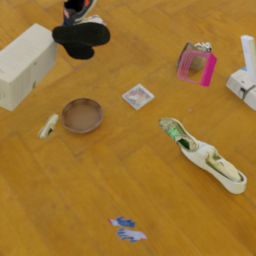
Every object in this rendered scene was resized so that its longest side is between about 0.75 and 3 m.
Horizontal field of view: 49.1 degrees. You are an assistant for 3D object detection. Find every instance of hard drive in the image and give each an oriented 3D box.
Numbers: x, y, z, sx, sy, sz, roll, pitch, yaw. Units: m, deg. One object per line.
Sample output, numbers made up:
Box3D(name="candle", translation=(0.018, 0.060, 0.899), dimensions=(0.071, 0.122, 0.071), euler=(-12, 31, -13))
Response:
Box3D(name="hard drive", translation=(4.069, -2.239, 9.271), dimensions=(0.198, 1.510, 0.996), euler=(-15, 20, 14))

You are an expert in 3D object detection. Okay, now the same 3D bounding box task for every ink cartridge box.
Box3D(name="ink cartridge box", translation=(5.569, -1.832, 12.525), dimensions=(1.302, 0.758, 1.800), euler=(-31, 64, -18))

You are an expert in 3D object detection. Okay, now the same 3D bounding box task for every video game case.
Box3D(name="video game case", translation=(0.457, -1.404, 12.638), dimensions=(1.081, 0.124, 0.985), euler=(-37, 65, -20))

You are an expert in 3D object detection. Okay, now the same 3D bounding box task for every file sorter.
Box3D(name="file sorter", translation=(2.384, -2.051, 9.688), dimensions=(0.952, 1.517, 1.055), euler=(19, 103, 21))

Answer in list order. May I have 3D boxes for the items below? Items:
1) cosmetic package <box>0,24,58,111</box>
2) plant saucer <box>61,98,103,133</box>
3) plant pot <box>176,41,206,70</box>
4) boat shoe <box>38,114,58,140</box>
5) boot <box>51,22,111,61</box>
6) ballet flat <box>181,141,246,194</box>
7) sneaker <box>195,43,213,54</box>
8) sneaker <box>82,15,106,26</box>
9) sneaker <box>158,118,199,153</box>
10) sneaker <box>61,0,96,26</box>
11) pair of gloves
Box3D(name="cosmetic package", translation=(-3.561, -2.121, 9.589), dimensions=(1.082, 1.486, 2.923), euler=(28, 51, 0))
Box3D(name="plant saucer", translation=(-1.948, -0.484, 11.961), dimensions=(1.784, 0.326, 1.784), euler=(0, 58, 1))
Box3D(name="plant pot", translation=(3.047, -3.303, 13.284), dimensions=(1.088, 1.254, 1.254), euler=(23, 60, -5))
Box3D(name="boat shoe", translation=(-2.242, -0.016, 8.086), dimensions=(0.280, 0.306, 0.818), euler=(27, 75, 14))
Box3D(name="boot", translation=(-1.482, -3.051, 10.102), dimensions=(2.102, 1.767, 0.803), euler=(3, 85, 11))
Box3D(name="ballet flat", translation=(3.256, 1.251, 10.543), dimensions=(0.993, 0.993, 2.861), euler=(-38, 66, -21))
Box3D(name="sneaker", translation=(3.790, -3.933, 14.028), dimensions=(0.952, 0.380, 0.620), euler=(-6, 50, -16))
Box3D(name="sneaker", translation=(-1.927, -5.400, 14.816), dimensions=(1.502, 0.564, 0.863), euler=(-34, 61, -23))
Box3D(name="sneaker", translation=(1.443, 0.206, 8.169), dimensions=(1.420, 0.629, 0.546), euler=(40, 108, 13))
Box3D(name="sneaker", translation=(-2.181, -4.189, 10.588), dimensions=(0.908, 2.423, 1.024), euler=(40, 28, 9))
Box3D(name="pair of gloves", translation=(-0.043, 2.790, 7.730), dimensions=(1.136, 0.913, 0.129), euler=(31, 102, 54))
